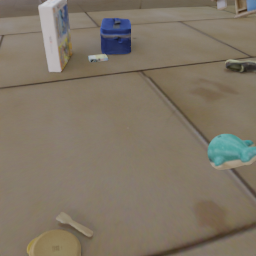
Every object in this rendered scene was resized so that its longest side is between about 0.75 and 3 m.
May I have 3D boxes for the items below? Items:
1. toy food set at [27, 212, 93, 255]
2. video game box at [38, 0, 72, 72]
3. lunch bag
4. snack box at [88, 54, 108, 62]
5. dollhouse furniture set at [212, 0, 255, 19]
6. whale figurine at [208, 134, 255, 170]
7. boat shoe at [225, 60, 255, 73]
[{"bbox_3d":[-1.397,2.353,5.310,1.011,0.294,1.465,24,35,20],"label":"toy food set"},{"bbox_3d":[-3.228,-4.354,12.837,0.659,2.814,2.563,2,35,3],"label":"video game box"},{"bbox_3d":[-0.662,-4.971,14.828,1.620,1.577,2.384,-3,34,-4],"label":"lunch bag"},{"bbox_3d":[-1.492,-3.451,13.864,0.872,0.162,0.507,-9,35,-13],"label":"snack box"},{"bbox_3d":[3.108,-4.148,8.808,1.864,1.216,1.760,-16,11,-42],"label":"dollhouse furniture set"},{"bbox_3d":[1.802,0.381,4.836,0.843,0.550,1.059,-28,4,-12],"label":"whale figurine"},{"bbox_3d":[5.091,-2.703,12.508,1.478,0.528,0.486,11,48,11],"label":"boat shoe"}]
